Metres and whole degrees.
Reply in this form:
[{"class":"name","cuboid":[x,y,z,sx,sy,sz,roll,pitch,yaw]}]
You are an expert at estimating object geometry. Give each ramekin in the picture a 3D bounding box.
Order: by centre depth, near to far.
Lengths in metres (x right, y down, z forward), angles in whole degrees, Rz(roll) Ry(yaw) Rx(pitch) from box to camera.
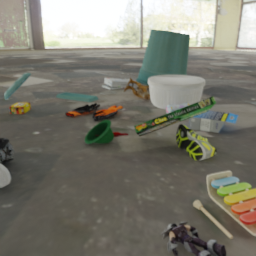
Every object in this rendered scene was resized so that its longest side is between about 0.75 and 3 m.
[{"class":"ramekin","cuboid":[2.070,-1.566,12.206,2.479,1.154,2.479,0,20,0]}]

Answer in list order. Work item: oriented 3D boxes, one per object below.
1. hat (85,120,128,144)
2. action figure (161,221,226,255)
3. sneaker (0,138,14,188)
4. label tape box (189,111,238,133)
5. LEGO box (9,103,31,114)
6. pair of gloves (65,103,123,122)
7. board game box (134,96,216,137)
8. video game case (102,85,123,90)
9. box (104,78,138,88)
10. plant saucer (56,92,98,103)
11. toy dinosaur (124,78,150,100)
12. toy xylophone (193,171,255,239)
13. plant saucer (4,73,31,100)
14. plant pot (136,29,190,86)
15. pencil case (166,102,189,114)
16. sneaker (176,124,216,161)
[{"class":"hat","cuboid":[-0.583,0.381,8.366,1.096,0.964,0.908,-37,28,3]},{"class":"action figure","cuboid":[0.932,1.742,4.236,0.660,0.352,1.014,-22,25,-31]},{"class":"sneaker","cuboid":[-3.025,0.713,6.430,1.975,0.745,1.124,11,25,35]},{"class":"label tape box","cuboid":[2.902,-0.219,9.490,1.442,0.477,1.033,11,23,23]},{"class":"LEGO box","cuboid":[-4.373,-0.801,11.354,0.561,0.291,0.753,1,20,4]},{"class":"pair of gloves","cuboid":[-1.294,-0.625,10.987,1.865,0.231,1.662,8,22,30]},{"class":"board game box","cuboid":[1.304,-0.283,8.054,2.271,0.266,1.190,-21,-11,3]},{"class":"video game case","cuboid":[-0.902,-2.330,15.889,0.838,0.108,0.922,-13,23,-32]},{"class":"box","cuboid":[-0.342,-2.542,15.840,1.691,0.348,1.318,0,17,-24]},{"class":"plant saucer","cuboid":[-2.470,-1.493,13.470,2.056,0.195,0.719,9,21,26]},{"class":"toy dinosaur","cuboid":[0.641,-1.874,14.010,1.519,0.864,2.861,25,23,-6]},{"class":"toy xylophone","cuboid":[1.996,1.387,5.049,1.241,0.426,1.696,-11,22,-27]},{"class":"plant saucer","cuboid":[-3.947,-1.513,9.925,1.293,0.177,1.293,-41,18,16]},{"class":"plant pot","cuboid":[2.094,-3.812,15.459,2.937,2.877,2.937,8,18,-3]},{"class":"pencil case","cuboid":[1.958,-0.742,10.972,0.967,0.439,0.402,-10,38,-22]},{"class":"sneaker","cuboid":[1.814,0.406,7.728,0.599,0.591,1.568,1,29,-18]}]
